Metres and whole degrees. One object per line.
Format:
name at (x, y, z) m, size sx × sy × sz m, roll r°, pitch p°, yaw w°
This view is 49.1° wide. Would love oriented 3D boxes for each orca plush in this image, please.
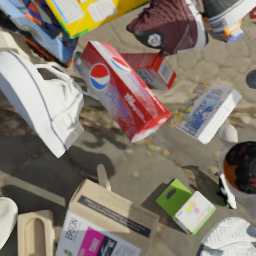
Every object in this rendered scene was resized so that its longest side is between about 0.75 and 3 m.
orca plush at (2.236, 1.510, 6.667) m, size 0.324 × 0.479 × 0.911 m, roll -26°, pitch 91°, yaw 29°

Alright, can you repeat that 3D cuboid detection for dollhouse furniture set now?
dollhouse furniture set at (-1.322, 2.112, 5.621) m, size 2.132 × 1.737 × 2.028 m, roll -10°, pitch 66°, yaw -4°

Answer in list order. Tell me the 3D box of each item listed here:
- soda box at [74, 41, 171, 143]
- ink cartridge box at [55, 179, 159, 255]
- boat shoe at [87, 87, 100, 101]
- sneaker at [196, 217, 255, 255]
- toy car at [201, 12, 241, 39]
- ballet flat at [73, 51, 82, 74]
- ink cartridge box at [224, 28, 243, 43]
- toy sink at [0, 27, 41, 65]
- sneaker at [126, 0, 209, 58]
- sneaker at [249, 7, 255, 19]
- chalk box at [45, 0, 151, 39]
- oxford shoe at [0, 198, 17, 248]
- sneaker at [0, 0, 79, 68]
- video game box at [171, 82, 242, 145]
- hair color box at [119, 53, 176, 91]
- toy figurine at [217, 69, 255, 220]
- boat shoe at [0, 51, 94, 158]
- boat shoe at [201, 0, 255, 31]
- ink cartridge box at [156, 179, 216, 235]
soda box at (-0.116, -0.580, 4.205) m, size 1.582 × 0.554 × 0.502 m, roll 52°, pitch 33°, yaw 17°
ink cartridge box at (-0.297, 1.335, 3.366) m, size 0.977 × 1.185 × 0.445 m, roll 24°, pitch 34°, yaw 6°
boat shoe at (-0.286, -0.927, 7.620) m, size 1.857 × 0.596 × 0.685 m, roll 25°, pitch 68°, yaw 11°
sneaker at (0.741, 1.635, 2.724) m, size 0.610 × 0.994 × 1.528 m, roll 28°, pitch 48°, yaw 6°
toy car at (2.323, -2.175, 5.350) m, size 1.008 × 2.056 × 0.684 m, roll -32°, pitch 111°, yaw -24°
ballet flat at (-1.134, -1.431, 6.471) m, size 0.341 × 0.341 × 0.951 m, roll -8°, pitch 41°, yaw -4°
ink cartridge box at (3.065, -3.242, 8.860) m, size 0.518 × 0.243 × 1.101 m, roll -26°, pitch 68°, yaw -12°
toy sink at (-2.625, -1.679, 6.217) m, size 0.737 × 1.131 × 0.634 m, roll -26°, pitch 87°, yaw 16°
sneaker at (0.429, -2.136, 4.575) m, size 1.265 × 2.190 × 0.829 m, roll -17°, pitch 23°, yaw 18°
sneaker at (2.423, -2.261, 4.539) m, size 1.062 × 0.416 × 0.613 m, roll -23°, pitch 95°, yaw 16°
chalk box at (-0.794, -3.462, 5.397) m, size 1.738 × 1.746 × 2.807 m, roll -20°, pitch 48°, yaw 13°
oxford shoe at (-3.595, 2.605, 5.926) m, size 2.807 × 0.811 × 1.055 m, roll -41°, pitch 69°, yaw -19°
sneaker at (-1.990, -2.341, 5.521) m, size 1.006 × 2.670 × 1.047 m, roll 18°, pitch 75°, yaw 39°
video game box at (1.248, -0.289, 4.678) m, size 0.238 × 1.017 × 0.926 m, roll 37°, pitch 92°, yaw -23°
hair color box at (0.248, -1.237, 6.149) m, size 1.396 × 0.774 × 0.446 m, roll 14°, pitch 72°, yaw 43°
toy figurine at (2.832, 0.201, 3.815) m, size 2.909 × 2.055 × 2.954 m, roll 29°, pitch 88°, yaw 17°
boat shoe at (-1.114, -0.431, 4.490) m, size 1.175 × 2.757 × 1.019 m, roll -41°, pitch 70°, yaw -16°
boat shoe at (1.981, -2.587, 4.796) m, size 2.326 × 0.859 × 0.794 m, roll -44°, pitch 112°, yaw -20°
ink cartridge box at (1.310, 1.785, 6.499) m, size 1.096 × 0.415 × 0.810 m, roll 42°, pitch 72°, yaw 16°
